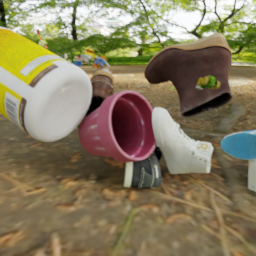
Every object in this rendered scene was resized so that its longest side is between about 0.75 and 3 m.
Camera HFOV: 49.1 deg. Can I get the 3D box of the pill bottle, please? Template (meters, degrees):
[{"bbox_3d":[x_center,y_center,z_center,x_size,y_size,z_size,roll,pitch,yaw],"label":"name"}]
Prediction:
[{"bbox_3d":[-2.303,-1.052,5.850,2.934,1.603,1.603,32,29,22],"label":"pill bottle"}]

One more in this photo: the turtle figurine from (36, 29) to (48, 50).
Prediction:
[{"bbox_3d":[-2.760,-2.100,9.111,0.702,1.757,2.179,-51,12,-30],"label":"turtle figurine"}]

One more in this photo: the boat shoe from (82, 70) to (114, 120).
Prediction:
[{"bbox_3d":[-0.822,-0.415,7.046,0.791,2.246,0.790,7,57,-5],"label":"boat shoe"}]

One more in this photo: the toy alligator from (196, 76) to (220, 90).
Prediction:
[{"bbox_3d":[1.374,-0.805,4.936,0.281,0.203,0.847,18,4,-8],"label":"toy alligator"}]

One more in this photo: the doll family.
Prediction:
[{"bbox_3d":[-1.048,-2.157,8.979,1.331,0.600,0.826,25,29,-3],"label":"doll family"}]

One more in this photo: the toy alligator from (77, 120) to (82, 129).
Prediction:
[{"bbox_3d":[-1.601,-0.123,8.706,0.435,0.316,1.313,-11,1,-37],"label":"toy alligator"}]

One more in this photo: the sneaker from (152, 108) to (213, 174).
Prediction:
[{"bbox_3d":[1.261,0.288,6.087,1.107,1.916,0.706,-3,43,29],"label":"sneaker"}]

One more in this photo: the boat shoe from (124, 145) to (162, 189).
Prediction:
[{"bbox_3d":[0.407,0.671,7.089,0.875,0.929,2.588,3,23,3],"label":"boat shoe"}]

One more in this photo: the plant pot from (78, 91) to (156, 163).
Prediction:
[{"bbox_3d":[-0.314,0.059,6.113,1.327,1.483,1.483,-14,4,42],"label":"plant pot"}]

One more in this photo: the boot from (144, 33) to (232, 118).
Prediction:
[{"bbox_3d":[1.377,-1.221,7.274,2.651,0.959,2.205,-20,45,38],"label":"boot"}]

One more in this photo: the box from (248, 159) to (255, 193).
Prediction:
[{"bbox_3d":[3.590,0.944,6.279,1.829,0.752,0.625,-11,14,-23],"label":"box"}]

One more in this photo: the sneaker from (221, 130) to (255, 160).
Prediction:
[{"bbox_3d":[2.872,0.323,6.203,1.603,0.613,0.647,-6,4,9],"label":"sneaker"}]

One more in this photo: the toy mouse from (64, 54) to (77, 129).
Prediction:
[{"bbox_3d":[-2.237,-0.742,7.535,2.044,2.300,0.445,-2,42,16],"label":"toy mouse"}]
